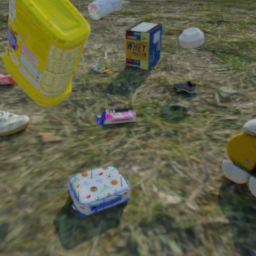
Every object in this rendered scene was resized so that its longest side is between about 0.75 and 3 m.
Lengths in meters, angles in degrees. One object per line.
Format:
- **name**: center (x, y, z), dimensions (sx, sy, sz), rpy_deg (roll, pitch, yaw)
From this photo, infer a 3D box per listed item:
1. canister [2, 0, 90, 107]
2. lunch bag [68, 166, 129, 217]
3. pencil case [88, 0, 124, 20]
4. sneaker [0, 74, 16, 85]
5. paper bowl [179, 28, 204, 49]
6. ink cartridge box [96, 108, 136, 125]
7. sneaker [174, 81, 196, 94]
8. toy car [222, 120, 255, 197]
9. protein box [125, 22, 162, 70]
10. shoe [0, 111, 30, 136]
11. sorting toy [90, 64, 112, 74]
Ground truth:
- **canister**: center (-1.897, -1.772, 6.267), dimensions (1.794, 2.415, 1.045), rpy_deg (47, 56, 2)
- **lunch bag**: center (-0.684, 1.451, 6.442), dimensions (1.337, 0.505, 1.071), rpy_deg (-16, 38, -24)
- **pencil case**: center (-0.542, -3.006, 6.939), dimensions (0.432, 0.396, 0.952), rpy_deg (45, 57, 9)
- **sneaker**: center (-5.268, -1.983, 11.908), dimensions (1.154, 0.425, 0.500), rpy_deg (8, 46, 20)
- **paper bowl**: center (2.575, -3.697, 11.406), dimensions (0.977, 0.508, 0.977), rpy_deg (-9, 45, 9)
- **ink cartridge box**: center (-0.423, -0.404, 9.553), dimensions (1.328, 0.246, 0.629), rpy_deg (-8, 34, -7)
- **sneaker**: center (2.336, -1.769, 11.432), dimensions (1.023, 0.448, 0.381), rpy_deg (26, 41, 33)
- **toy car**: center (3.360, 0.821, 6.790), dimensions (1.376, 1.606, 1.836), rpy_deg (20, 12, -46)
- **protein box**: center (0.775, -4.042, 13.715), dimensions (1.198, 1.763, 1.775), rpy_deg (14, 36, 21)
- **shoe**: center (-4.303, -0.148, 8.777), dimensions (2.303, 0.615, 0.805), rpy_deg (-9, 34, -14)
- **sorting toy**: center (-1.206, -2.823, 13.311), dimensions (1.250, 0.170, 0.704), rpy_deg (24, 40, 31)
